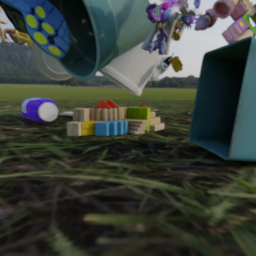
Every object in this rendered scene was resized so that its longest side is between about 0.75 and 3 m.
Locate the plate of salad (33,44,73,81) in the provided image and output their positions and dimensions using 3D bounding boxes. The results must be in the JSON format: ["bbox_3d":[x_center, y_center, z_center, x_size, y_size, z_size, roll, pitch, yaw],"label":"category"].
[{"bbox_3d":[-2.233,-2.390,9.143,1.716,1.716,0.412,-4,25,-31],"label":"plate of salad"}]

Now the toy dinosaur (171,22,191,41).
[{"bbox_3d":[1.430,-3.131,8.356,0.958,1.804,0.545,-17,46,-39],"label":"toy dinosaur"}]

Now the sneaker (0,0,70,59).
[{"bbox_3d":[-2.317,-2.674,6.857,0.904,2.549,1.056,-44,-7,-11],"label":"sneaker"}]

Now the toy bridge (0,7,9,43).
[{"bbox_3d":[-4.325,-3.661,9.588,0.192,1.414,0.475,2,8,9],"label":"toy bridge"}]

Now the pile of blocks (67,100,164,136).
[{"bbox_3d":[-0.230,-0.329,7.804,2.986,0.928,1.226,-5,9,-34],"label":"pile of blocks"}]

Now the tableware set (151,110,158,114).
[{"bbox_3d":[1.080,-0.835,14.898,0.931,0.187,0.616,2,-7,-39],"label":"tableware set"}]

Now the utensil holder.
[{"bbox_3d":[0.169,-3.236,11.642,2.548,2.998,2.548,32,3,-2],"label":"utensil holder"}]

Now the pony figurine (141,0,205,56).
[{"bbox_3d":[0.855,-2.302,5.613,1.411,1.694,1.635,36,44,12],"label":"pony figurine"}]

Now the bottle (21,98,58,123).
[{"bbox_3d":[-3.343,-0.683,10.699,1.146,0.896,2.744,-6,9,-27],"label":"bottle"}]

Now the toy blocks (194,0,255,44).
[{"bbox_3d":[3.524,-2.934,8.276,2.320,2.576,2.756,-44,9,-24],"label":"toy blocks"}]

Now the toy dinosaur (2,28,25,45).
[{"bbox_3d":[-4.390,-3.520,10.841,1.208,0.818,0.518,39,3,-15],"label":"toy dinosaur"}]

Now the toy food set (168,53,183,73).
[{"bbox_3d":[1.944,-2.521,10.936,0.290,0.522,0.888,-1,49,-24],"label":"toy food set"}]

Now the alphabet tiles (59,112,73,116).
[{"bbox_3d":[-1.976,-0.641,13.335,2.344,0.171,2.292,6,9,41],"label":"alphabet tiles"}]

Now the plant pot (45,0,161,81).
[{"bbox_3d":[-0.563,-2.931,7.232,2.596,2.650,2.650,-32,23,-30],"label":"plant pot"}]

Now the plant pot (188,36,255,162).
[{"bbox_3d":[2.682,-0.347,4.952,2.518,1.780,1.779,7,6,-8],"label":"plant pot"}]

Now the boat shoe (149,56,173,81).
[{"bbox_3d":[1.565,-2.888,13.213,0.634,0.621,1.781,-11,34,50],"label":"boat shoe"}]

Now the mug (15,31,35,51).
[{"bbox_3d":[-3.205,-2.920,9.376,0.914,0.732,0.750,-18,53,-14],"label":"mug"}]
